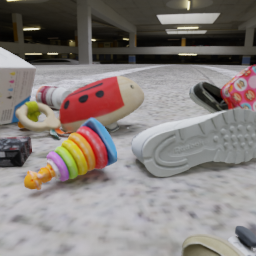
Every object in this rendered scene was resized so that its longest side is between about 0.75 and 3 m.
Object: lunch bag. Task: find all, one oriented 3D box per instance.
[{"bbox_3d":[2.949,-0.638,6.691,1.237,1.405,0.576,-39,2,-8],"label":"lunch bag"}]

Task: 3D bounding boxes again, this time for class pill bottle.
[{"bbox_3d":[-2.838,-1.187,10.935,1.493,0.852,0.852,11,19,35],"label":"pill bottle"}]

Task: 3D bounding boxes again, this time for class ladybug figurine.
[{"bbox_3d":[-0.848,-0.718,7.840,2.587,0.931,1.756,-21,29,2],"label":"ladybug figurine"}]

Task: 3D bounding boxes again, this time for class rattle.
[{"bbox_3d":[-2.349,0.063,7.662,1.512,1.080,0.984,32,24,-1],"label":"rattle"}]

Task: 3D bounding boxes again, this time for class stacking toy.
[{"bbox_3d":[-1.027,0.575,4.715,1.533,0.889,0.841,-31,0,-31],"label":"stacking toy"}]

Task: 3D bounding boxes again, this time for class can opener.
[{"bbox_3d":[1.328,1.340,2.893,0.222,0.278,0.832,-3,16,-11],"label":"can opener"}]

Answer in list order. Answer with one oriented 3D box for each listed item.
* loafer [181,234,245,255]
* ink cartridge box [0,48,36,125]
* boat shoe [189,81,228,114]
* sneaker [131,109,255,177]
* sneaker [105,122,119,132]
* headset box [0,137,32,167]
[{"bbox_3d":[0.928,1.361,2.502,0.404,0.447,1.182,-6,16,-43],"label":"loafer"},{"bbox_3d":[-4.414,-1.218,8.074,1.854,1.887,2.563,31,25,24],"label":"ink cartridge box"},{"bbox_3d":[2.500,-0.660,7.428,1.822,0.644,0.580,23,-26,-17],"label":"boat shoe"},{"bbox_3d":[1.486,0.162,5.677,2.867,1.095,1.154,-6,9,-13],"label":"sneaker"},{"bbox_3d":[-0.542,-0.208,8.070,0.357,0.377,0.936,-38,26,-9],"label":"sneaker"},{"bbox_3d":[-2.475,0.470,5.862,0.717,0.372,0.963,-2,15,-6],"label":"headset box"}]
